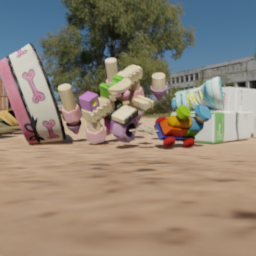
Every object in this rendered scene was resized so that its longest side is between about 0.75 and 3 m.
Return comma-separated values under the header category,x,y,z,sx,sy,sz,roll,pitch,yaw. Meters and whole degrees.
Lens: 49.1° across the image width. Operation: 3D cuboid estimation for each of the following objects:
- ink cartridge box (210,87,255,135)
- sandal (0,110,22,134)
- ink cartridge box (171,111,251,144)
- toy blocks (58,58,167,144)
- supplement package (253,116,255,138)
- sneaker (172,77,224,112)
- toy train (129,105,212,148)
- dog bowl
category,x,y,z,sx,sy,sz,roll,pitch,yaw
ink cartridge box,3.158,-0.563,10.031,1.597,1.604,2.187,-2,4,-35
sandal,-4.118,-0.283,10.154,2.616,0.706,1.051,3,29,-15
ink cartridge box,2.340,-0.059,7.812,1.915,0.807,1.399,-2,4,-40
toy blocks,-0.212,-0.296,6.968,2.273,1.914,2.124,24,47,33
supplement package,4.536,-0.041,8.579,1.204,0.704,0.706,-1,3,-25
sneaker,1.935,-0.803,8.003,1.450,0.884,2.222,-8,-6,13
toy train,0.887,-0.113,5.600,1.540,0.652,0.891,5,-40,-32
dog bowl,-2.373,-0.720,6.863,0.911,2.471,2.471,-21,9,-17
